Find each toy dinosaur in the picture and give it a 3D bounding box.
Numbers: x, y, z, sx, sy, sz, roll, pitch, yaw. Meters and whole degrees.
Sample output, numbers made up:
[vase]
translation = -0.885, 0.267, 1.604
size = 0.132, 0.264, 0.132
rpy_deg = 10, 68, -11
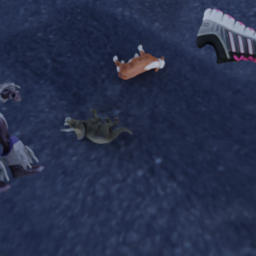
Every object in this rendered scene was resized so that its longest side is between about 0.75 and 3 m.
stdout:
[toy dinosaur]
translation = -0.903, 0.088, 8.743
size = 2.087, 0.803, 1.068
rpy_deg = 20, 68, 7

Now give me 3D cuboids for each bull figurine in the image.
[bull figurine]
translation = 0.411, -2.446, 10.519
size = 1.928, 0.628, 1.171
rpy_deg = -25, 56, -18

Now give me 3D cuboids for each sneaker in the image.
[sneaker]
translation = 2.720, -1.920, 6.949
size = 2.399, 0.885, 1.049
rpy_deg = 33, 104, 8

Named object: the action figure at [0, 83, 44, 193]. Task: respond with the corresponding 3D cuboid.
[action figure]
translation = -2.941, -0.195, 5.773
size = 1.029, 2.966, 1.930
rpy_deg = -7, 20, 36
